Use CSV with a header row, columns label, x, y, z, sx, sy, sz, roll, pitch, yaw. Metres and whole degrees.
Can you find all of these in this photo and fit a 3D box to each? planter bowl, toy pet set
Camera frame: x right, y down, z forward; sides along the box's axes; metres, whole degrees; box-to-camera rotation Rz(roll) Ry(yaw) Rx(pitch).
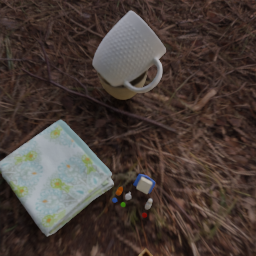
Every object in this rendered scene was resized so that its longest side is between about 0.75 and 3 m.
label,x,y,z,sx,sy,sz,roll,pitch,yaw
planter bowl,-0.171,-1.588,9.102,1.561,1.051,1.561,0,61,1
toy pet set,0.233,1.694,7.404,0.977,0.519,0.912,28,95,1

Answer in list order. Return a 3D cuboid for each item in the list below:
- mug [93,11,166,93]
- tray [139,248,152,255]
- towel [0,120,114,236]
label,x,y,z,sx,sy,sz,roll,pitch,yaw
mug,0.093,-1.967,8.142,1.828,1.540,2.085,-42,79,10
tray,0.649,3.550,6.472,0.653,0.245,1.325,-40,66,-21
towel,-1.985,1.238,7.648,2.254,0.634,2.633,-37,65,-21
